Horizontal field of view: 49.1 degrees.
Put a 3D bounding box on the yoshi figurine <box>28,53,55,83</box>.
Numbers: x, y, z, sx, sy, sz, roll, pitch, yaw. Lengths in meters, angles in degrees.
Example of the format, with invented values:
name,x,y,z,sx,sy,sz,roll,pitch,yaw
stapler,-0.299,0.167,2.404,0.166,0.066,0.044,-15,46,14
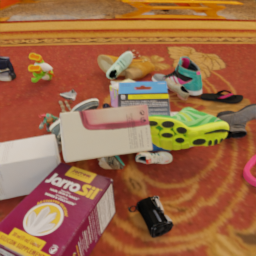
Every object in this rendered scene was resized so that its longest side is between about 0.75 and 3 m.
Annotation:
name,x,y,z,sx,sy,sz,roll,pitch,yaw
yoshi figurine,-4.547,-2.933,14.144,1.210,2.153,1.205,-40,83,-4

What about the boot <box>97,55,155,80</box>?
name,x,y,z,sx,sy,sz,roll,pitch,yaw
boot,-0.093,-3.506,15.713,2.875,1.012,2.059,31,41,28

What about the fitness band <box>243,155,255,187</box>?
name,x,y,z,sx,sy,sz,roll,pitch,yaw
fitness band,4.543,1.426,9.200,1.226,0.319,1.707,26,41,35

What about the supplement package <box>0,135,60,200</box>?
name,x,y,z,sx,sy,sz,roll,pitch,yaw
supplement package,-3.193,1.179,8.510,2.173,1.275,1.271,-9,29,-11

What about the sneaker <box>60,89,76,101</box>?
name,x,y,z,sx,sy,sz,roll,pitch,yaw
sneaker,-2.738,-1.589,13.049,0.910,0.342,0.526,18,73,29

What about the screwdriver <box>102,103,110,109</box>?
name,x,y,z,sx,sy,sz,roll,pitch,yaw
screwdriver,-0.677,-0.602,9.441,0.270,0.281,1.933,3,-1,0

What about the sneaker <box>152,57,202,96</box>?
name,x,y,z,sx,sy,sz,roll,pitch,yaw
sneaker,2.406,-2.707,13.788,2.755,1.664,1.152,21,36,31

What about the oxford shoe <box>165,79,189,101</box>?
name,x,y,z,sx,sy,sz,roll,pitch,yaw
oxford shoe,2.328,-1.922,13.153,1.413,0.521,0.500,42,55,14

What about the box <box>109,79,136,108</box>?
name,x,y,z,sx,sy,sz,roll,pitch,yaw
box,-0.207,-1.539,12.742,1.134,0.997,0.548,-24,37,-31

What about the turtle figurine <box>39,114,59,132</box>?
name,x,y,z,sx,sy,sz,roll,pitch,yaw
turtle figurine,-2.989,-0.249,10.781,0.876,1.170,0.589,-15,75,-10

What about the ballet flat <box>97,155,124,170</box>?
name,x,y,z,sx,sy,sz,roll,pitch,yaw
ballet flat,-0.678,0.940,9.552,0.805,0.725,2.138,-36,28,4

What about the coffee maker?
name,x,y,z,sx,sy,sz,roll,pitch,yaw
coffee maker,0.619,2.436,7.569,0.920,0.645,0.958,-28,38,-2

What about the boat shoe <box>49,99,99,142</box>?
name,x,y,z,sx,sy,sz,roll,pitch,yaw
boat shoe,-1.714,-0.230,9.362,1.979,0.720,0.611,-33,69,11

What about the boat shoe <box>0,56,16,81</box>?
name,x,y,z,sx,sy,sz,roll,pitch,yaw
boat shoe,-7.421,-3.246,14.990,2.657,1.232,0.992,0,35,0

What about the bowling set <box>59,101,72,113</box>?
name,x,y,z,sx,sy,sz,roll,pitch,yaw
bowling set,-2.648,-0.901,12.268,0.580,0.447,0.834,-23,49,-3

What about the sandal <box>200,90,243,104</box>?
name,x,y,z,sx,sy,sz,roll,pitch,yaw
sandal,4.446,-1.518,13.211,1.972,0.444,0.740,5,33,7

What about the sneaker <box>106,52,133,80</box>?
name,x,y,z,sx,sy,sz,roll,pitch,yaw
sneaker,-0.379,-3.137,14.375,1.781,0.655,1.051,-45,18,9

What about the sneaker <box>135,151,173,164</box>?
name,x,y,z,sx,sy,sz,roll,pitch,yaw
sneaker,0.846,1.073,9.452,1.261,0.444,0.590,6,20,16

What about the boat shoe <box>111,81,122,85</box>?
name,x,y,z,sx,sy,sz,roll,pitch,yaw
boat shoe,-0.480,-2.093,13.991,0.535,0.524,1.511,-9,15,-20

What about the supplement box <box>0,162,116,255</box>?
name,x,y,z,sx,sy,sz,roll,pitch,yaw
supplement box,-1.671,2.351,6.907,1.747,1.377,2.668,13,37,21

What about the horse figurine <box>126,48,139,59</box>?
name,x,y,z,sx,sy,sz,roll,pitch,yaw
horse figurine,0.207,-4.718,17.869,0.798,0.301,1.205,-26,50,-23

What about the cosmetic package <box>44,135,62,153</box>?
name,x,y,z,sx,sy,sz,roll,pitch,yaw
cosmetic package,-2.665,0.571,9.814,0.769,0.411,0.347,15,32,-43

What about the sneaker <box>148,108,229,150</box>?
name,x,y,z,sx,sy,sz,roll,pitch,yaw
sneaker,1.778,-0.002,9.138,2.988,1.107,1.248,3,30,-21

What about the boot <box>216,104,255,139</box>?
name,x,y,z,sx,sy,sz,roll,pitch,yaw
boot,4.424,-0.163,10.720,2.053,0.716,1.351,-16,33,23

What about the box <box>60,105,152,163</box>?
name,x,y,z,sx,sy,sz,roll,pitch,yaw
box,-0.704,0.151,8.064,2.401,1.308,1.535,-6,-1,-14

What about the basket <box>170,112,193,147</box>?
name,x,y,z,sx,sy,sz,roll,pitch,yaw
basket,2.017,0.073,10.640,0.889,0.809,1.311,0,34,-3

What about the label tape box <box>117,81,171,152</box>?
name,x,y,z,sx,sy,sz,roll,pitch,yaw
label tape box,0.582,-0.461,10.595,1.963,0.862,2.723,-1,55,2
